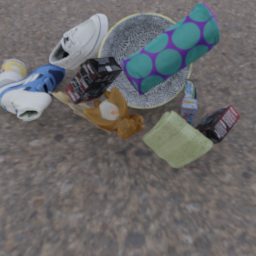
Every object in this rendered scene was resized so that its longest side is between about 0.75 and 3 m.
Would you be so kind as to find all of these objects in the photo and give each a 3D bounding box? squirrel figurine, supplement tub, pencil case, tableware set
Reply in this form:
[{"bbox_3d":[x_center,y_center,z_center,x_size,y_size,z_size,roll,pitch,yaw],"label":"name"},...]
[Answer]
[{"bbox_3d":[-0.312,-0.300,7.888,1.534,1.432,1.086,44,91,-1],"label":"squirrel figurine"},{"bbox_3d":[-4.409,-1.907,10.671,0.935,0.935,1.286,-5,44,-5],"label":"supplement tub"},{"bbox_3d":[1.161,-2.169,7.965,2.840,1.208,1.312,-33,41,11],"label":"pencil case"},{"bbox_3d":[-1.499,-0.565,8.948,2.149,1.795,0.249,39,97,38],"label":"tableware set"}]

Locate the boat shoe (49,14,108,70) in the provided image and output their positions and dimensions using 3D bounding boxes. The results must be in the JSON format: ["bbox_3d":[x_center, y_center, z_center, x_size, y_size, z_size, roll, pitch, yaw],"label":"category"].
[{"bbox_3d":[-1.730,-2.748,9.295,0.954,2.919,1.074,-3,72,-39],"label":"boat shoe"}]

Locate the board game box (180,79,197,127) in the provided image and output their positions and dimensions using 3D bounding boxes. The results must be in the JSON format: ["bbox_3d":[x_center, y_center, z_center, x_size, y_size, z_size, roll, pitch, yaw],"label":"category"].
[{"bbox_3d":[1.890,-0.699,8.706,0.448,1.450,1.451,8,74,9],"label":"board game box"}]

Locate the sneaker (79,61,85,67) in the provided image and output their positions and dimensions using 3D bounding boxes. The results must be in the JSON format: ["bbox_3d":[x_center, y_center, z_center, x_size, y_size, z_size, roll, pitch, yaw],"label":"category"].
[{"bbox_3d":[-2.034,-2.929,10.995,0.575,1.083,0.405,-11,28,-27],"label":"sneaker"}]

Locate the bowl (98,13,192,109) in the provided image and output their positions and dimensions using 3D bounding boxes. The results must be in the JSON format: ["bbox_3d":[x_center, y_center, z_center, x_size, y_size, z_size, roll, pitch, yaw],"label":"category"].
[{"bbox_3d":[0.516,-2.258,9.366,2.973,2.973,1.395,-2,23,-2],"label":"bowl"}]

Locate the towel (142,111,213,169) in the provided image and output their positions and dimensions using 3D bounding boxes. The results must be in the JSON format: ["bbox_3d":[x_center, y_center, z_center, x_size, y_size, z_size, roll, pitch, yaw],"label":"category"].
[{"bbox_3d":[1.199,0.403,7.309,1.448,1.952,0.356,38,61,0],"label":"towel"}]

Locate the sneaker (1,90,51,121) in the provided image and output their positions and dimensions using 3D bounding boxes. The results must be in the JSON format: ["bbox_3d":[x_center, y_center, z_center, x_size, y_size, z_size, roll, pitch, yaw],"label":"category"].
[{"bbox_3d":[-3.316,-0.677,8.603,1.663,0.613,0.961,0,39,13],"label":"sneaker"}]

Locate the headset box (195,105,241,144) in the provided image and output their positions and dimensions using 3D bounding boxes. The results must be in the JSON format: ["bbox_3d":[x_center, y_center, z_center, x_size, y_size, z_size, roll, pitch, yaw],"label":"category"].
[{"bbox_3d":[2.503,-0.080,8.040,0.504,0.972,1.306,50,63,-8],"label":"headset box"}]

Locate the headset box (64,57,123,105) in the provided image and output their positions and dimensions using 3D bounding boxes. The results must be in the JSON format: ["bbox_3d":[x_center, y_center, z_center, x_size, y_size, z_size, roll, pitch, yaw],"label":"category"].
[{"bbox_3d":[-0.945,-1.206,7.408,1.023,1.375,0.531,-24,76,-50],"label":"headset box"}]

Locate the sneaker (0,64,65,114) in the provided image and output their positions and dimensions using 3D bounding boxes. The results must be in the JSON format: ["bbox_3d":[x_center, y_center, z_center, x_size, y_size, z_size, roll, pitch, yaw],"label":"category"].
[{"bbox_3d":[-3.303,-1.370,10.137,2.737,1.012,1.126,-38,57,-24],"label":"sneaker"}]
